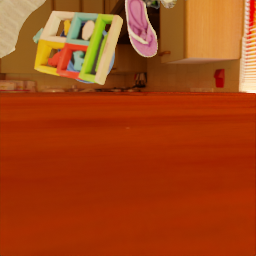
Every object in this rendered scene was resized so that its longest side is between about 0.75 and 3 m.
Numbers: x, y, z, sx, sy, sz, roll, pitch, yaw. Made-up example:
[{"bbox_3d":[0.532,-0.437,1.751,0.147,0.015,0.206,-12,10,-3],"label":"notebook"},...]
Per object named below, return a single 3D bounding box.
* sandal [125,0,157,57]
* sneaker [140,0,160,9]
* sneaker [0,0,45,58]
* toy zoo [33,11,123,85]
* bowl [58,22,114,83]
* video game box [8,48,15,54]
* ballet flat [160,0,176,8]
[{"bbox_3d":[0.467,-4.029,11.372,1.059,2.602,0.640,-17,30,12],"label":"sandal"},{"bbox_3d":[0.551,-4.126,8.797,1.263,0.511,0.467,0,-26,-35],"label":"sneaker"},{"bbox_3d":[-2.309,-2.477,5.308,2.881,1.614,1.118,-27,-45,25],"label":"sneaker"},{"bbox_3d":[-1.731,-2.506,8.447,2.977,1.953,0.305,15,-3,28],"label":"toy zoo"},{"bbox_3d":[-1.416,-2.579,9.602,2.055,2.055,0.403,3,28,21],"label":"bowl"},{"bbox_3d":[-4.590,-3.005,8.542,0.454,1.939,1.767,-17,23,22],"label":"video game box"},{"bbox_3d":[0.703,-2.581,5.100,0.351,0.976,0.351,-6,52,7],"label":"ballet flat"}]
